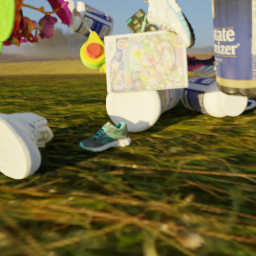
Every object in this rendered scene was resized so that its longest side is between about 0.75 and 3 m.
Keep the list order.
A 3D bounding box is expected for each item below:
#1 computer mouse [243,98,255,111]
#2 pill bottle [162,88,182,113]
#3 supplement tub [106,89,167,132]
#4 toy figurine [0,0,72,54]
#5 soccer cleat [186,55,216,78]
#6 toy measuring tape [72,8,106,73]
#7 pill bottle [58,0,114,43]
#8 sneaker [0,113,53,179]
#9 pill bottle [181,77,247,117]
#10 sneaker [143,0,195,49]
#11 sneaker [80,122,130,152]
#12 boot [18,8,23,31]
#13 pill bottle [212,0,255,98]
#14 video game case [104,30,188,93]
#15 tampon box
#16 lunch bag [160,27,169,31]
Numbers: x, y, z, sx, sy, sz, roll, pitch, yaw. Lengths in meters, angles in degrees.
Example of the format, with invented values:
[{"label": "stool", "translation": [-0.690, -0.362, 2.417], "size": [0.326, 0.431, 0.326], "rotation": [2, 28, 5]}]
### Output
[{"label": "computer mouse", "translation": [5.180, -1.030, 12.630], "size": [2.580, 0.566, 1.415], "rotation": [0, 17, -26]}, {"label": "pill bottle", "translation": [1.383, -1.491, 12.233], "size": [1.583, 1.583, 2.792], "rotation": [6, 14, 24]}, {"label": "supplement tub", "translation": [0.397, -0.926, 9.575], "size": [1.737, 1.737, 2.390], "rotation": [3, 14, 14]}, {"label": "toy figurine", "translation": [-2.673, -3.086, 8.004], "size": [2.174, 2.362, 1.773], "rotation": [-13, 53, -43]}, {"label": "soccer cleat", "translation": [2.624, -2.189, 10.416], "size": [2.031, 0.877, 0.709], "rotation": [2, 53, 11]}, {"label": "toy measuring tape", "translation": [-1.318, -2.633, 8.757], "size": [0.867, 2.358, 0.867], "rotation": [-34, -7, -5]}, {"label": "pill bottle", "translation": [-1.593, -4.061, 10.629], "size": [1.902, 1.101, 1.101], "rotation": [13, 4, -35]}, {"label": "sneaker", "translation": [-2.348, 0.189, 6.458], "size": [1.686, 1.075, 2.917], "rotation": [-4, 20, -45]}, {"label": "pill bottle", "translation": [3.455, -1.257, 11.460], "size": [1.487, 1.487, 2.678], "rotation": [-5, 15, -20]}, {"label": "sneaker", "translation": [0.976, -2.743, 7.043], "size": [0.859, 1.983, 0.743], "rotation": [-31, -14, 22]}, {"label": "sneaker", "translation": [-0.599, 0.188, 7.275], "size": [1.463, 0.667, 0.567], "rotation": [-11, 18, -37]}, {"label": "boot", "translation": [-3.685, -3.596, 8.572], "size": [0.826, 1.194, 0.463], "rotation": [-4, 20, -11]}, {"label": "pill bottle", "translation": [2.451, -2.148, 5.379], "size": [1.597, 2.856, 1.597], "rotation": [-9, 21, 4]}, {"label": "video game case", "translation": [0.501, -1.902, 8.091], "size": [2.301, 1.648, 0.207], "rotation": [-3, 1, 8]}, {"label": "tampon box", "translation": [0.451, -3.133, 8.802], "size": [0.651, 0.869, 0.549], "rotation": [-39, -2, 6]}, {"label": "lunch bag", "translation": [2.000, -3.669, 12.618], "size": [1.474, 1.673, 0.685], "rotation": [18, -2, -34]}]
